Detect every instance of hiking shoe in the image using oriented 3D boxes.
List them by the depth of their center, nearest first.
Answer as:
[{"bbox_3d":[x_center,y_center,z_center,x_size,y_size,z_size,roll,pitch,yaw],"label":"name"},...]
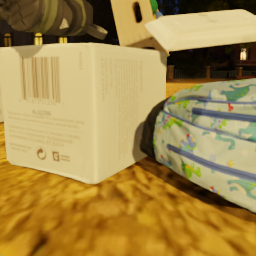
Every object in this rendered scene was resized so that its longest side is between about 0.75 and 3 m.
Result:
[{"bbox_3d":[-1.285,-2.195,4.246,1.358,1.021,2.697,8,46,-43],"label":"hiking shoe"}]

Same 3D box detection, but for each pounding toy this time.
[{"bbox_3d":[0.658,-2.471,8.246,1.136,2.182,2.484,-15,-12,18],"label":"pounding toy"}]

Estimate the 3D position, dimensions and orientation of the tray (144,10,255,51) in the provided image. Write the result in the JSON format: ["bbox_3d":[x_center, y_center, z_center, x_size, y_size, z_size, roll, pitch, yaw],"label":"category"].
[{"bbox_3d":[1.550,-1.906,5.232,2.264,0.251,1.216,-10,40,-13],"label":"tray"}]

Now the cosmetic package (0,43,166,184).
[{"bbox_3d":[-0.635,-0.411,4.899,1.895,1.883,2.264,7,14,31],"label":"cosmetic package"}]

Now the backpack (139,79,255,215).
[{"bbox_3d":[1.521,0.144,3.242,1.941,1.830,2.380,-2,26,-23],"label":"backpack"}]

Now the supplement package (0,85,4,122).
[{"bbox_3d":[-4.764,-0.808,7.721,1.532,1.591,2.797,3,12,20],"label":"supplement package"}]
